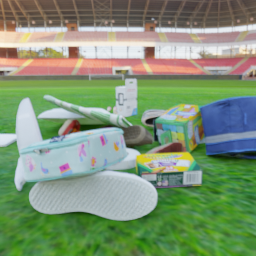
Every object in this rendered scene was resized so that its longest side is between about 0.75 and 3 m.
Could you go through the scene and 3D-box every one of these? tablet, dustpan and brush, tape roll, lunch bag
[{"bbox_3d":[-5.228,0.424,10.164,2.329,0.159,1.515,1,11,3],"label":"tablet"},{"bbox_3d":[-2.427,0.553,6.777,0.680,1.659,2.377,-15,39,-14],"label":"dustpan and brush"},{"bbox_3d":[-0.339,0.839,7.794,1.363,0.249,1.363,0,10,0],"label":"tape roll"},{"bbox_3d":[-0.974,0.443,5.075,1.430,0.687,1.783,-8,2,30],"label":"lunch bag"},{"bbox_3d":[3.516,0.059,8.153,2.568,1.699,1.745,-4,-5,-15],"label":"lunch bag"}]

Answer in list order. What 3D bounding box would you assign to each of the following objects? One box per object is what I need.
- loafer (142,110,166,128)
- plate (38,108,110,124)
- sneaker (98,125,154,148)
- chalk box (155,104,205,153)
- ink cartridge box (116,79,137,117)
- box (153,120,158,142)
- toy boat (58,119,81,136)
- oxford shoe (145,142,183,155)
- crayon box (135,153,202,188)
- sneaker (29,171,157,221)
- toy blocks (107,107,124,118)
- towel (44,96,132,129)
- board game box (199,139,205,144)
[{"bbox_3d":[2.022,-0.339,11.911,2.919,1.049,0.918,-3,14,9],"label":"loafer"},{"bbox_3d":[-1.943,-0.486,12.095,2.899,0.469,2.893,0,-4,8],"label":"plate"},{"bbox_3d":[-0.167,0.393,9.291,2.235,0.787,0.844,-1,-25,45],"label":"sneaker"},{"bbox_3d":[1.625,0.082,8.930,1.090,1.098,1.759,9,33,39],"label":"chalk box"},{"bbox_3d":[-0.093,-1.766,16.225,0.711,2.095,1.215,7,13,32],"label":"ink cartridge box"},{"bbox_3d":[1.299,0.071,9.897,0.477,0.770,0.757,3,8,41],"label":"box"},{"bbox_3d":[-2.038,0.133,10.482,0.789,0.788,1.207,37,2,-2],"label":"toy boat"},{"bbox_3d":[1.050,0.667,8.118,1.373,0.484,0.514,-8,7,-41],"label":"oxford shoe"},{"bbox_3d":[0.895,0.956,6.552,1.355,0.395,1.169,-2,15,-3],"label":"crayon box"},{"bbox_3d":[-0.539,1.059,5.315,2.254,0.817,1.285,2,8,11],"label":"sneaker"},{"bbox_3d":[-0.577,-0.672,14.036,0.859,0.802,0.723,-2,16,7],"label":"toy blocks"},{"bbox_3d":[-1.247,-0.499,9.502,2.617,0.306,1.996,18,-4,12],"label":"towel"},{"bbox_3d":[2.478,0.243,10.573,1.540,0.334,1.533,-5,13,-23],"label":"board game box"}]
